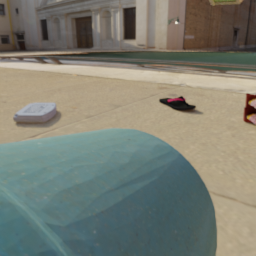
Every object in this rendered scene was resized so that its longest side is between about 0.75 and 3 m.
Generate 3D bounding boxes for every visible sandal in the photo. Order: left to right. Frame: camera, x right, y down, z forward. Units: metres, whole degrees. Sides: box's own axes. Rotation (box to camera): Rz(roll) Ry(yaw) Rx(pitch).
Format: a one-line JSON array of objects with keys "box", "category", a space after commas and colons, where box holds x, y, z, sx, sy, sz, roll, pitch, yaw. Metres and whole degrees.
[{"box": [2.073, -1.169, 12.215, 0.807, 0.484, 2.148, -10, 22, -27], "category": "sandal"}]

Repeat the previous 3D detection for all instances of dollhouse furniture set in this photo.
[{"box": [5.454, -0.536, 9.522, 2.612, 1.062, 1.405, -1, 19, -4], "category": "dollhouse furniture set"}]

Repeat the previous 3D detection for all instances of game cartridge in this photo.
[{"box": [-3.487, -0.606, 10.858, 1.241, 0.377, 1.861, -3, 19, 3], "category": "game cartridge"}]

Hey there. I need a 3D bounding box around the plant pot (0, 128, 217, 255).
[{"box": [-0.642, 1.250, 2.204, 2.892, 2.892, 2.833, 10, 14, 26], "category": "plant pot"}]

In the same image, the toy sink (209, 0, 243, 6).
[{"box": [2.260, -3.457, 6.792, 1.105, 0.720, 0.619, 28, 78, 47], "category": "toy sink"}]
